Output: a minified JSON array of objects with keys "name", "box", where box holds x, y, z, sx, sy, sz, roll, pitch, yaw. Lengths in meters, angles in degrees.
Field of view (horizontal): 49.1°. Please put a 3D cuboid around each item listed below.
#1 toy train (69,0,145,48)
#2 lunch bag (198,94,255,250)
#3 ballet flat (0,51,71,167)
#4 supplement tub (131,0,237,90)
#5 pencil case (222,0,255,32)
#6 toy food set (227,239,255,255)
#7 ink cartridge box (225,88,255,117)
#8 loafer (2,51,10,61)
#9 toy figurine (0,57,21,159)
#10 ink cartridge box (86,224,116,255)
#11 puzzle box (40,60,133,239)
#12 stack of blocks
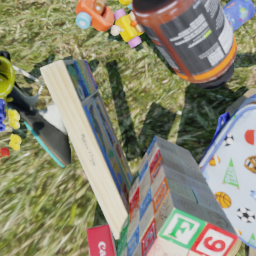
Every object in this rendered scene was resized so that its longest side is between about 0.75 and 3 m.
[{"name":"toy train","box":[-0.162,-3.161,6.750,2.031,0.752,2.703,36,55,-29]},{"name":"lunch bag","box":[2.255,0.733,4.711,2.084,2.601,0.983,37,40,20]},{"name":"ballet flat","box":[-1.833,-0.390,5.448,0.907,0.901,2.651,-44,108,-5]},{"name":"supplement tub","box":[1.412,-2.033,6.170,1.552,2.902,1.552,-19,53,27]},{"name":"pencil case","box":[2.566,-2.879,7.531,1.752,0.761,0.684,-36,36,-12]},{"name":"toy food set","box":[1.982,2.367,6.548,2.022,0.406,1.396,14,65,3]},{"name":"ink cartridge box","box":[3.777,-0.264,8.114,1.277,0.582,1.550,-36,63,-20]},{"name":"loafer","box":[-3.248,-1.443,7.017,0.449,1.280,0.435,20,49,-19]},{"name":"toy figurine","box":[-2.124,-0.447,4.156,0.879,1.666,0.998,-6,39,-23]},{"name":"ink cartridge box","box":[-0.490,2.734,5.785,0.544,1.139,1.298,-11,56,-7]},{"name":"puzzle box","box":[-0.507,0.199,4.921,0.360,2.832,1.884,-20,13,6]},{"name":"stack of blocks","box":[0.456,1.163,3.892,0.705,1.386,2.408,25,14,-5]}]
